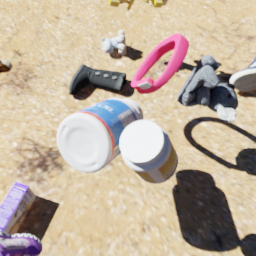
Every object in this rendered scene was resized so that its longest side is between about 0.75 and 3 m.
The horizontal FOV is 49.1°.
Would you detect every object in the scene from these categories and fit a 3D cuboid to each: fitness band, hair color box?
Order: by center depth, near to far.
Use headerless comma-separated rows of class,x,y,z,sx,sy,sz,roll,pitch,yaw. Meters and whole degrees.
fitness band,0.863,-1.785,7.991,0.451,2.410,1.731,34,82,-17
hair color box,-3.372,2.485,8.155,0.514,0.868,1.587,18,59,11

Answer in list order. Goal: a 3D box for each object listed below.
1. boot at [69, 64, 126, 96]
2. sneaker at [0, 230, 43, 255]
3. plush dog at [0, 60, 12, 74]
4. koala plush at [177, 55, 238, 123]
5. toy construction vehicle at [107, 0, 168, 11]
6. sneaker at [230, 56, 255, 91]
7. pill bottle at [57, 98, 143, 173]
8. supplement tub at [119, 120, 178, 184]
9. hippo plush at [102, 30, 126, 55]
boot,-1.187,-1.747,11.187,1.974,0.648,1.627,16,59,5
sneaker,-2.032,2.079,4.766,1.152,0.463,0.509,25,23,-27
plush dog,-4.024,-1.715,8.214,1.118,0.897,0.960,-37,45,-8
koala plush,2.294,-0.890,7.559,1.546,1.421,1.371,32,36,-5
toy construction vehicle,0.537,-4.806,9.823,2.318,2.018,0.816,3,72,-15
sneaker,5.149,-2.346,11.365,2.818,1.056,1.191,-13,53,-18
pill bottle,-0.486,0.014,6.639,1.308,1.308,2.331,24,25,15
supplement tub,0.401,0.468,5.188,0.905,1.251,0.905,-8,63,16
hippo plush,-0.650,-3.791,12.287,1.002,0.992,1.246,-7,57,-6
